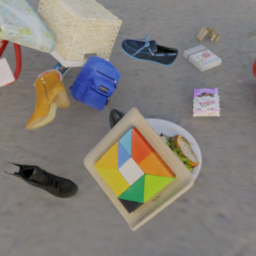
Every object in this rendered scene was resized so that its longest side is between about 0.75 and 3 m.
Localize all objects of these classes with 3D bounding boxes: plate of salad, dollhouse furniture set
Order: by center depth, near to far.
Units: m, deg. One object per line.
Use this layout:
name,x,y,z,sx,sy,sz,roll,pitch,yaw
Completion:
plate of salad,0.772,0.708,8.525,2.927,0.703,2.927,0,50,0
dollhouse furniture set,3.744,-4.319,13.148,0.836,0.556,0.733,6,45,-24

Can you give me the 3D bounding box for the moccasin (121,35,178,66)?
moccasin,0.698,-2.498,8.716,1.872,0.638,0.753,4,59,-27

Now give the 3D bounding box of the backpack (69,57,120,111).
backpack,-0.992,-1.484,9.504,1.292,1.590,1.334,22,17,-36

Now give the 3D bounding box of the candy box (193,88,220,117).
candy box,2.758,-0.909,9.909,0.898,0.383,1.071,0,49,14

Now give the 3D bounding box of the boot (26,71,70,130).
boot,-2.549,-0.817,8.306,1.672,0.588,1.197,-34,75,15

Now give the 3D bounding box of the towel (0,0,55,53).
towel,-3.364,-3.211,7.897,2.415,0.581,2.067,52,22,11

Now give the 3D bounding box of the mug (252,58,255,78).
mug,5.845,-1.272,9.456,2.613,1.964,2.944,1,52,8

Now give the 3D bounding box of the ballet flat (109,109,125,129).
ballet flat,-0.124,0.177,7.552,0.623,1.876,0.533,-25,55,-13

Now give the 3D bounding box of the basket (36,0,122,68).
basket,-1.788,-3.473,9.753,2.190,1.762,2.171,44,37,21

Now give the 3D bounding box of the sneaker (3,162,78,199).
sneaker,-2.243,1.349,7.280,1.781,0.929,0.535,14,69,17

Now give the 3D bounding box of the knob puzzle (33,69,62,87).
knob puzzle,-2.486,-1.600,8.868,0.932,0.129,0.932,-2,52,3

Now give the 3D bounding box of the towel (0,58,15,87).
towel,-3.266,-1.286,6.902,0.776,0.125,0.741,-26,67,-7

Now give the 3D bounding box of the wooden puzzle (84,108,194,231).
wooden puzzle,0.086,0.945,6.306,2.153,1.992,0.401,52,25,17

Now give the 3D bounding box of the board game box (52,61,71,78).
board game box,-2.383,-2.214,10.255,0.402,1.712,1.292,40,90,-15

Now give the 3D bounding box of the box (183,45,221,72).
box,3.165,-3.016,12.050,1.026,0.271,1.316,-22,54,-18

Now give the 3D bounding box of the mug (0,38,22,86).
mug,-4.781,-2.941,9.647,2.407,2.712,1.809,23,23,-42
